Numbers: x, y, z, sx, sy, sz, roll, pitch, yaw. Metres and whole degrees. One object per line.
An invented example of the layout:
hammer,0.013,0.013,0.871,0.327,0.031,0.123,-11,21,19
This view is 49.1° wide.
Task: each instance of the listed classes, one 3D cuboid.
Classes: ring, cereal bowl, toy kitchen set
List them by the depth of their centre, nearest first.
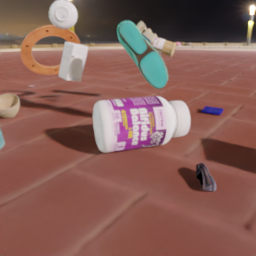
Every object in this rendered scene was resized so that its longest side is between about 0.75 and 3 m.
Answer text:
cereal bowl,-1.867,-3.238,7.990,0.809,0.809,0.337,-2,16,-6
toy kitchen set,0.685,-3.496,11.033,0.933,0.686,1.165,46,12,13
ring,-3.598,-3.608,13.120,2.780,2.780,0.267,-9,55,-23

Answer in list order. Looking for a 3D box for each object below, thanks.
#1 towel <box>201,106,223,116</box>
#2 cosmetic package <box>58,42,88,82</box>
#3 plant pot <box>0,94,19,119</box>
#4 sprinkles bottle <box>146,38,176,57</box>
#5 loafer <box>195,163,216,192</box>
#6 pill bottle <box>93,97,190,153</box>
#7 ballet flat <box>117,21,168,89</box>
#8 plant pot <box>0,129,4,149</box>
towel,3.893,-0.766,12.952,0.879,0.218,0.649,12,30,29
cosmetic package,-2.297,-2.737,11.674,0.606,1.492,0.842,26,21,33
plant pot,-5.246,-0.848,12.163,1.119,0.751,1.119,2,41,-1
sprinkles bottle,1.148,-3.805,12.713,1.963,0.670,0.670,20,24,8
loafer,1.904,1.243,7.195,0.345,0.394,1.096,-6,23,-4
pill bottle,0.442,-0.171,9.176,2.958,1.660,1.660,-7,21,-18
ballet flat,0.529,-2.586,9.951,0.895,2.658,0.935,-36,16,3
plant pot,-5.167,-0.081,8.997,2.011,1.614,2.011,0,20,0
